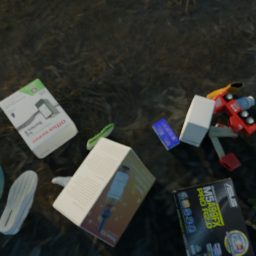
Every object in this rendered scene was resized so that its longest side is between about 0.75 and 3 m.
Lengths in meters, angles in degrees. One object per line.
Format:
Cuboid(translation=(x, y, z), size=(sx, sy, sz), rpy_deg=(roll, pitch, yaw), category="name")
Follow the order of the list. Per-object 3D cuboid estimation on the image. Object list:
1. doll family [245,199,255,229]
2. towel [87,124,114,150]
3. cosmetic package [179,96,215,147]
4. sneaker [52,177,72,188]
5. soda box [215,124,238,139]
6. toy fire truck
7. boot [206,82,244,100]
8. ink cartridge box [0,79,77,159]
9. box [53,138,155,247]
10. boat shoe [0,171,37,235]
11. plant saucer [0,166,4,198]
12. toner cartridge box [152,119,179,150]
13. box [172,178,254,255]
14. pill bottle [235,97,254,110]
Cuboid(translation=(5.023, 2.881, 8.900), size=(2.388, 0.937, 1.380), rpy_deg=(27, 72, 22), category="doll family")
Cuboid(translation=(-1.008, 0.307, 9.812), size=(1.103, 1.478, 0.227), rpy_deg=(-40, 87, -14), category="towel")
Cuboid(translation=(2.464, -0.236, 10.028), size=(0.773, 1.258, 1.254), rpy_deg=(20, 58, 7), category="cosmetic package")
Cuboid(translation=(-2.290, 1.911, 9.790), size=(0.759, 0.284, 0.378), rpy_deg=(-3, 60, 0), category="sneaker")
Cuboid(translation=(3.695, 0.120, 10.519), size=(0.833, 0.292, 0.264), rpy_deg=(20, 75, 8), category="soda box")
Cuboid(translation=(3.569, 0.079, 10.092), size=(1.766, 0.611, 2.505), rpy_deg=(-35, 72, 1), category="toy fire truck")
Cuboid(translation=(3.720, -1.417, 10.789), size=(1.261, 0.903, 0.444), rpy_deg=(-15, 74, -5), category="boot")
Cuboid(translation=(-3.270, -0.344, 10.304), size=(1.718, 0.992, 2.361), rpy_deg=(-37, 72, -15), category="ink cartridge box")
Cuboid(translation=(-0.636, 1.968, 8.703), size=(1.354, 1.939, 2.546), rpy_deg=(18, 66, 42), category="box")
Cuboid(translation=(-3.607, 2.483, 9.346), size=(0.768, 0.697, 2.089), rpy_deg=(16, 65, 13), category="boat shoe")
Cuboid(translation=(-5.829, 2.018, 9.656), size=(2.879, 0.517, 2.879), rpy_deg=(0, 68, 0), category="plant saucer")
Cuboid(translation=(1.401, 0.241, 10.504), size=(0.522, 0.237, 1.099), rpy_deg=(-29, 71, -9), category="toner cartridge box")
Cuboid(translation=(2.687, 3.059, 9.081), size=(1.977, 0.546, 2.468), rpy_deg=(-10, 75, -3), category="box")
Cuboid(translation=(4.401, -0.914, 10.842), size=(0.858, 0.467, 0.467), rpy_deg=(-17, 69, -7), category="pill bottle")
